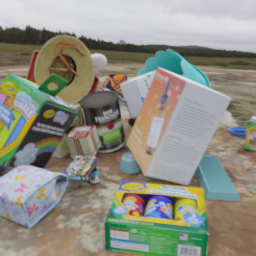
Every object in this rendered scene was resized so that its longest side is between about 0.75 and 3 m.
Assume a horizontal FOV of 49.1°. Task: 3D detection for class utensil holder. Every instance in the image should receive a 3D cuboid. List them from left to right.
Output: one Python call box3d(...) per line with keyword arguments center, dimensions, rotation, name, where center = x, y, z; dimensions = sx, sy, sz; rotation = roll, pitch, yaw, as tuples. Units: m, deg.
box3d(center=(0.969, -1.451, 13.694), dimensions=(1.821, 1.547, 1.547), rotation=(21, 21, 7), name="utensil holder")

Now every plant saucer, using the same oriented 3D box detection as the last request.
box3d(center=(-2.924, -1.321, 11.790), dimensions=(2.954, 2.960, 0.543), rotation=(24, 17, 4), name="plant saucer")
box3d(center=(2.658, 1.455, 8.842), dimensions=(0.962, 0.261, 2.751), rotation=(1, 17, 4), name="plant saucer")

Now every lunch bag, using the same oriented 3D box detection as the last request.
box3d(center=(-2.461, 1.603, 7.109), dimensions=(1.334, 1.000, 1.573), rotation=(9, 29, 24), name="lunch bag")

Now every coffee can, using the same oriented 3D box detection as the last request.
box3d(center=(-0.941, -0.253, 10.835), dimensions=(1.455, 1.988, 1.455), rotation=(-7, 30, 4), name="coffee can")

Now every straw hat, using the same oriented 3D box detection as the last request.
box3d(center=(-2.535, -2.178, 10.620), dimensions=(2.500, 2.500, 1.058), rotation=(-12, 20, -34), name="straw hat")

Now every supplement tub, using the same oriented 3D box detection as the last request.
box3d(center=(-1.515, -0.918, 13.832), dimensions=(1.711, 1.711, 2.793), rotation=(-1, 17, -3), name="supplement tub")

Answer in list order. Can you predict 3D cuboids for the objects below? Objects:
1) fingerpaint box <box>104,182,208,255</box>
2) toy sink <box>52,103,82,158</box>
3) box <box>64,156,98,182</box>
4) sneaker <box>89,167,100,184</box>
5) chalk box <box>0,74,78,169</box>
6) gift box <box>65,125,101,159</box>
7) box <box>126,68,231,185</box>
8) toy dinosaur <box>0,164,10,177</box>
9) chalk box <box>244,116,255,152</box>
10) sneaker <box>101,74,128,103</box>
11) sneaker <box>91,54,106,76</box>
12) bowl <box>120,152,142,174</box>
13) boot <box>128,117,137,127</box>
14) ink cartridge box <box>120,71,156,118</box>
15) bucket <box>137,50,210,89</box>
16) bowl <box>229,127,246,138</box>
box3d(center=(0.672, 1.983, 6.297), dimensions=(2.061, 0.756, 1.720), rotation=(3, 18, 11), name="fingerpaint box")
box3d(center=(-2.656, -0.295, 10.762), dimensions=(1.348, 2.407, 1.569), rotation=(7, 18, 21), name="toy sink")
box3d(center=(-1.369, 1.176, 8.169), dimensions=(0.708, 0.195, 1.037), rotation=(-2, 26, 15), name="box")
box3d(center=(-1.072, 1.363, 8.801), dimensions=(0.409, 0.421, 1.057), rotation=(-6, 15, -19), name="sneaker")
box3d(center=(-2.816, -0.397, 8.265), dimensions=(1.693, 2.731, 1.705), rotation=(33, 3, 22), name="chalk box")
box3d(center=(-1.643, 0.540, 10.134), dimensions=(1.083, 1.011, 0.999), rotation=(-2, 30, 23), name="gift box")
box3d(center=(1.342, -0.111, 8.522), dimensions=(1.503, 2.826, 2.152), rotation=(16, 16, -21), name="box")
box3d(center=(-4.322, 1.364, 8.926), dimensions=(1.934, 1.015, 1.755), rotation=(-29, 13, 30), name="toy dinosaur")
box3d(center=(5.643, 0.341, 10.839), dimensions=(1.899, 1.176, 1.182), rotation=(13, 20, 32), name="chalk box")
box3d(center=(-0.094, -1.629, 11.719), dimensions=(1.901, 1.065, 0.738), rotation=(25, -1, -26), name="sneaker")
box3d(center=(-1.949, -2.710, 12.163), dimensions=(2.540, 0.962, 1.334), rotation=(-23, 40, 28), name="sneaker")
box3d(center=(0.124, 1.102, 9.346), dimensions=(0.894, 0.467, 0.894), rotation=(-8, 23, 4), name="bowl")
box3d(center=(0.942, -0.328, 13.990), dimensions=(1.556, 0.566, 1.209), rotation=(9, 19, 36), name="boot")
box3d(center=(0.639, -1.304, 10.635), dimensions=(0.773, 1.339, 1.835), rotation=(-12, 13, 34), name="ink cartridge box")
box3d(center=(1.680, -1.404, 11.102), dimensions=(1.898, 2.917, 2.917), rotation=(22, 3, -35), name="bucket")
box3d(center=(5.177, 0.201, 12.863), dimensions=(1.022, 0.201, 1.022), rotation=(0, 17, 0), name="bowl")
